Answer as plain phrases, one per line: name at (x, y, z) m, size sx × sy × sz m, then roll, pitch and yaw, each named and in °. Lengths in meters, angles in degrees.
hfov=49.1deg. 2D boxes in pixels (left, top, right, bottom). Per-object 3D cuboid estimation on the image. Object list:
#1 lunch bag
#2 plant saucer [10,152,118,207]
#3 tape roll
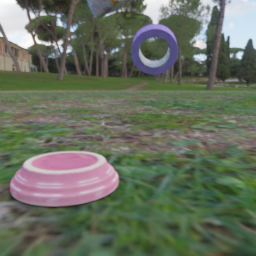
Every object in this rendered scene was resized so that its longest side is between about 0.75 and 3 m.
lunch bag at (-0.393, -2.785, 4.943) m, size 0.817 × 1.285 × 1.090 m, roll -34°, pitch 16°, yaw -22°
plant saucer at (-0.736, 0.531, 3.311) m, size 1.239 × 0.314 × 1.239 m, roll -1°, pitch 9°, yaw 0°
tape roll at (0.879, -2.626, 9.419) m, size 1.534 × 1.534 × 0.652 m, roll 1°, pitch 34°, yaw 5°
